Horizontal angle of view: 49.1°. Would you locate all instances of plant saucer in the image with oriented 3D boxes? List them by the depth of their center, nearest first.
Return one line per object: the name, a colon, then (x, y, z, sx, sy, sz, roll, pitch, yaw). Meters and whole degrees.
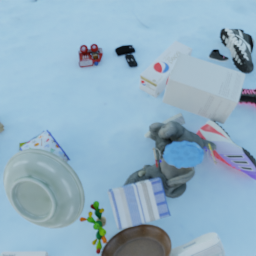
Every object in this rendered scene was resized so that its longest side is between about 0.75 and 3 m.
plant saucer: (-2.456, 1.836, 7.650, 2.537, 2.537, 0.637, 16, 24, 10)
plant saucer: (0.246, 3.572, 7.908, 2.081, 0.381, 2.081, -16, 19, 6)

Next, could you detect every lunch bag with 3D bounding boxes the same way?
lunch bag: (-2.980, 0.889, 9.942, 1.237, 0.901, 1.455, -38, 65, -16)

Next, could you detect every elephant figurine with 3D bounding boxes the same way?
elephant figurine: (1.266, 1.423, 9.206, 2.276, 2.076, 2.933, -9, 53, 41)

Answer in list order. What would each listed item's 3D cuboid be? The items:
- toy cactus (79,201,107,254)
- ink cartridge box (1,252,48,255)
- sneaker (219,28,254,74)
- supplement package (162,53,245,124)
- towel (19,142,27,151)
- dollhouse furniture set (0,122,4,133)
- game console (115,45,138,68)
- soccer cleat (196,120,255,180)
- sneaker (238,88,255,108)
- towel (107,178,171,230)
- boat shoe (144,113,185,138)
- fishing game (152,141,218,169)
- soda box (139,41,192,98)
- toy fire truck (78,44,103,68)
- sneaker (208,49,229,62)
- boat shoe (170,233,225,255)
toy cactus: (-0.930, 2.935, 8.450, 0.733, 1.182, 1.433, -16, 81, 4)
ink cartridge box: (-3.087, 4.222, 8.092, 1.339, 0.299, 1.179, 0, 55, 0)
sneaker: (5.386, -3.717, 13.030, 1.309, 0.961, 2.893, -10, 55, -4)
supplement package: (2.742, -1.458, 10.422, 2.499, 1.461, 1.466, 21, 62, 8)
towel: (-3.726, 0.651, 10.633, 0.811, 0.073, 0.349, -10, 56, -6)
dollhouse furniture set: (-5.234, 0.289, 10.108, 2.188, 1.216, 1.935, 35, 63, 25)
game console: (-0.026, -3.395, 13.288, 0.911, 0.186, 1.544, -15, 56, -10)
soccer cleat: (3.580, 0.949, 10.053, 1.012, 0.943, 2.764, -40, 65, -1)
sneaker: (5.105, -1.357, 11.454, 2.035, 0.970, 0.804, 21, 60, 15)
towel: (0.311, 2.225, 8.271, 1.665, 0.198, 1.223, -14, 83, 0)
boat shoe: (1.437, 0.043, 10.709, 1.669, 0.582, 0.594, -30, 88, -3)
fishing game: (1.617, 0.808, 8.251, 1.755, 0.273, 1.256, -6, 33, 1)
soda box: (1.671, -2.609, 12.329, 0.952, 0.890, 2.795, 33, 63, 20)
toy fire truck: (-1.749, -3.310, 13.038, 1.162, 0.651, 0.975, -7, 80, -4)
sneaker: (4.283, -3.400, 13.113, 0.952, 0.472, 0.337, 12, 55, 7)
boat shoe: (1.688, 3.728, 7.926, 2.154, 0.775, 0.738, -27, 84, 0)
